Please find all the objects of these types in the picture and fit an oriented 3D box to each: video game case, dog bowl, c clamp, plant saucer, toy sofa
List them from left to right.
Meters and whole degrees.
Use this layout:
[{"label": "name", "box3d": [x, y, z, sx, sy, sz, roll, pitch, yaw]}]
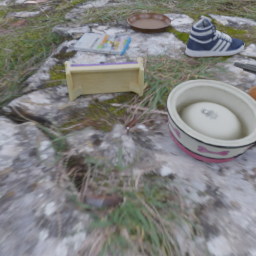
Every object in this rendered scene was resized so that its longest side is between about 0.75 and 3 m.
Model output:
[{"label": "video game case", "box3d": [-0.948, -3.222, 10.673, 1.886, 0.168, 1.350, 8, 41, 9]}, {"label": "toy sofa", "box3d": [-0.670, -1.512, 8.127, 2.213, 0.916, 1.080, -4, 42, -5]}, {"label": "plant saucer", "box3d": [0.894, -4.483, 12.016, 1.863, 0.321, 1.863, 1, 41, -1]}, {"label": "dog bowl", "box3d": [1.916, -0.147, 6.478, 2.199, 0.811, 2.199, 3, 47, -3]}, {"label": "c clamp", "box3d": [4.216, -1.256, 7.467, 2.228, 0.353, 2.608, -5, 28, -47]}]

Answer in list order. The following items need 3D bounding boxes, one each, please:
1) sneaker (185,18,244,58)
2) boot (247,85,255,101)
[{"label": "sneaker", "box3d": [3.172, -3.210, 9.856, 2.221, 1.205, 0.778, -8, 42, -9]}, {"label": "boot", "box3d": [3.637, 0.149, 6.122, 2.945, 1.085, 2.278, 29, 52, 32]}]
